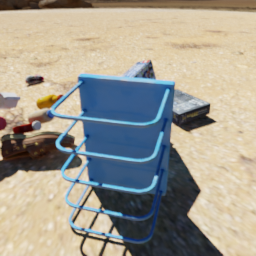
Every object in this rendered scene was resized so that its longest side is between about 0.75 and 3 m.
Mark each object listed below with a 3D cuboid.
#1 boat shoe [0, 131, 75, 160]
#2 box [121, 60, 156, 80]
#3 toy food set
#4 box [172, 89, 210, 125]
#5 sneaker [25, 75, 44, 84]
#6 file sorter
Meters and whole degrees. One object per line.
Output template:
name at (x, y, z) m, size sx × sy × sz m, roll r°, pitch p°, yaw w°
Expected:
boat shoe at (-2.601, 0.561, 8.093) m, size 2.144 × 0.772 × 0.724 m, roll -4°, pitch 67°, yaw -2°
box at (0.436, -0.373, 7.658) m, size 0.496 × 2.486 × 1.702 m, roll -1°, pitch 33°, yaw 32°
toy food set at (-3.177, -0.467, 8.383) m, size 1.174 × 1.245 × 2.609 m, roll -9°, pitch -3°, yaw 39°
box at (1.910, -0.855, 10.745) m, size 1.525 × 0.493 × 1.933 m, roll -18°, pitch 32°, yaw -27°
sneaker at (-4.583, -2.387, 13.690) m, size 0.373 × 0.403 × 0.999 m, roll 21°, pitch 34°, yaw 29°
file sorter at (-0.255, 0.625, 5.684) m, size 1.992 × 2.871 × 1.761 m, roll 7°, pitch 32°, yaw 13°
